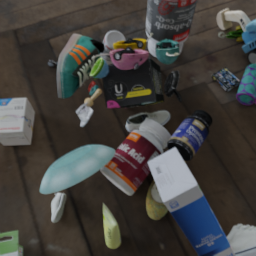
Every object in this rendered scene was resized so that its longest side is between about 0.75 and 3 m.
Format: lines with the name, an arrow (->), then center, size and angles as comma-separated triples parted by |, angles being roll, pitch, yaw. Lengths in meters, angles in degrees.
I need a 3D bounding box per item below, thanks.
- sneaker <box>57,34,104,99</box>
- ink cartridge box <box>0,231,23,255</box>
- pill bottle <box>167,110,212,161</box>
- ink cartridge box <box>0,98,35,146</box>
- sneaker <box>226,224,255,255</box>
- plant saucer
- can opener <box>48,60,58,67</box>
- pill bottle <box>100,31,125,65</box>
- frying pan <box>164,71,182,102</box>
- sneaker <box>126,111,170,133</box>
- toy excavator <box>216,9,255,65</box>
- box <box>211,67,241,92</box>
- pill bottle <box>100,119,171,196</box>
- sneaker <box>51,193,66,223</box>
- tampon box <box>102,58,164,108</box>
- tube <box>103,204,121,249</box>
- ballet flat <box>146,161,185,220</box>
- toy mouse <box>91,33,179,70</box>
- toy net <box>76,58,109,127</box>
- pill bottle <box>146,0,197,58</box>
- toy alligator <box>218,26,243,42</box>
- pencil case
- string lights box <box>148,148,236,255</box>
sneaker -> -1.386, -1.942, 8.523 | 1.140, 1.018, 2.853 | 8, 48, 0
ink cartridge box -> -3.199, 3.517, 7.390 | 0.719, 0.411, 1.386 | -9, 61, -5
pill bottle -> 1.628, 0.162, 7.242 | 0.734, 0.734, 1.312 | 32, 62, 17
ink cartridge box -> -3.698, -0.180, 9.150 | 0.946, 0.929, 1.285 | -3, 61, -2
sneaker -> 3.109, 2.901, 7.210 | 2.569, 0.938, 0.909 | -21, 62, 5
plant saucer -> -1.328, 0.875, 6.938 | 2.074, 2.074, 0.399 | -30, 102, -16
can opener -> -2.720, -2.399, 10.845 | 0.833, 0.222, 0.278 | 25, 97, 13
pill bottle -> -0.624, -2.891, 10.251 | 0.761, 1.314, 0.761 | 4, 76, -18
frying pan -> 1.379, -1.198, 8.961 | 0.247, 0.918, 1.518 | 16, 54, -14
sneaker -> 0.693, -0.265, 9.409 | 1.594, 0.564, 0.582 | -19, 63, -11
toy excavator -> 4.824, -3.806, 10.827 | 1.315, 2.560, 2.633 | -29, 93, -15
box -> 3.667, -1.819, 10.486 | 0.678, 0.196, 0.853 | -31, 65, -16
pill bottle -> 0.277, 0.820, 8.240 | 1.189, 1.189, 2.082 | 35, 74, 18
sneaker -> -2.086, 2.322, 8.152 | 0.349, 0.331, 0.866 | 3, 55, 13
tampon box -> 0.232, -1.316, 8.820 | 1.492, 1.990, 1.257 | -7, 93, 16
tube -> -0.437, 2.570, 7.162 | 0.482, 1.662, 0.431 | 13, 48, 12
ballet flat -> 1.111, 1.570, 8.286 | 0.796, 0.796, 2.252 | 23, 64, 12
toy mouse -> 0.499, -2.011, 7.782 | 2.804, 0.543, 2.492 | -23, 34, -32
toy net -> -1.098, -0.966, 7.780 | 0.378, 1.026, 1.956 | 29, 72, -28
pill bottle -> 1.501, -4.017, 10.107 | 1.681, 2.902, 1.681 | 0, 57, 0
toy alligator -> 4.507, -3.837, 11.477 | 1.767, 0.425, 0.586 | -2, 93, -2
pencil case -> 4.437, -1.583, 10.079 | 0.742, 0.683, 1.606 | 21, 63, 18
string lights box -> 1.504, 1.935, 6.634 | 0.799, 2.710, 1.393 | -29, 30, 6
